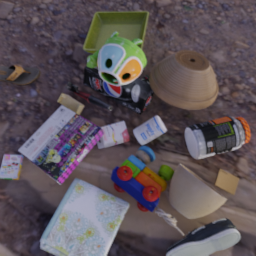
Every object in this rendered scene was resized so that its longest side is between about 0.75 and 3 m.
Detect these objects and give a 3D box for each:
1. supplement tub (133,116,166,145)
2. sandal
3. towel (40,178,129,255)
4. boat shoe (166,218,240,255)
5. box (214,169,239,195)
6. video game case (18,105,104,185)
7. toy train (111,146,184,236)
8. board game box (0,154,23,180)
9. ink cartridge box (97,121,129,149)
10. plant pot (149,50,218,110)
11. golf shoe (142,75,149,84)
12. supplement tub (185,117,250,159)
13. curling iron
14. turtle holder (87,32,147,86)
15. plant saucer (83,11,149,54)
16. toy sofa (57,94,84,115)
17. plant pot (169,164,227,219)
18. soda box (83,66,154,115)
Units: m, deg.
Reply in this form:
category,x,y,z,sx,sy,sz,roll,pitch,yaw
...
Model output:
category,x,y,z,sx,sy,sz,roll,pitch,yaw
supplement tub,0.788,0.096,10.121,1.045,0.689,0.689,-33,68,11
sandal,-4.693,-2.288,11.487,2.117,0.578,0.865,10,67,4
towel,-1.405,3.144,9.112,2.107,0.593,2.461,25,68,7
boat shoe,2.275,3.581,8.846,2.377,0.899,0.717,-18,28,1
box,3.438,1.882,9.769,0.780,0.083,0.637,28,68,-4
video game case,-2.406,0.511,10.076,2.160,0.427,2.384,28,68,27
toy train,1.022,1.972,9.370,2.947,1.247,1.705,36,58,15
board game box,-4.211,1.407,10.083,0.670,0.177,0.876,3,66,1
ink cartridge box,-0.625,0.275,10.447,1.204,0.406,0.701,-16,67,-5
plant pot,2.210,-2.017,10.449,2.675,1.235,2.675,7,47,-8
golf shoe,1.036,-1.636,11.349,1.190,0.459,0.524,36,101,7
supplement tub,3.165,0.310,9.986,2.021,1.238,1.238,-13,67,-6
curling iron,-1.529,-1.149,10.524,2.556,0.634,0.327,32,91,34
turtle holder,-0.481,-2.385,9.851,2.084,1.583,1.480,29,72,5
plant saucer,-0.446,-3.952,11.970,2.452,0.588,2.456,4,59,11
toy sofa,-2.228,-0.930,10.986,0.987,0.482,0.409,33,97,12
plant pot,2.043,2.189,9.031,1.813,1.813,1.217,37,93,15
soda box,-0.386,-1.648,10.918,2.736,0.866,0.968,29,49,13
